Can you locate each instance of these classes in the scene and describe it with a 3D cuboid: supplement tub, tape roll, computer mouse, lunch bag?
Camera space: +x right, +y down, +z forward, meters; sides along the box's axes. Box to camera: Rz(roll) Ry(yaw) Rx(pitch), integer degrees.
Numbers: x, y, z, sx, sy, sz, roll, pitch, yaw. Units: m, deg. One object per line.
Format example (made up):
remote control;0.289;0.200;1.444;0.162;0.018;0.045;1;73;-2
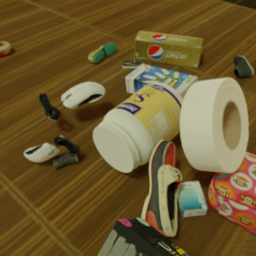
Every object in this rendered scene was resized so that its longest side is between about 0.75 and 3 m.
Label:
supplement tub;0.390;-0.041;8.397;1.843;1.843;2.535;32;52;28
tape roll;2.204;-0.050;6.929;0.806;2.306;2.306;-2;36;41
computer mouse;-2.333;0.724;8.178;1.571;0.861;0.345;-20;54;16
lunch bag;3.544;1.614;7.291;2.532;1.037;2.230;26;50;24
computer mouse;-1.819;-1.058;9.281;2.162;0.474;1.185;-25;52;-12

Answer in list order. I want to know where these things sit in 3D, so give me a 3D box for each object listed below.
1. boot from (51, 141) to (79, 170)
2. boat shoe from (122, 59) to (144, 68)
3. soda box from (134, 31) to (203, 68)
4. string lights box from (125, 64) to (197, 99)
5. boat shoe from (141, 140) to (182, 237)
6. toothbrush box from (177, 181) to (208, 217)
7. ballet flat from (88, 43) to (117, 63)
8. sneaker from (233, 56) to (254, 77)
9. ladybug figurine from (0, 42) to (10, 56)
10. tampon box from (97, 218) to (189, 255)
boot;-1.979;0.830;8.626;0.809;0.322;0.929;-15;43;-9
boat shoe;0.213;-2.837;12.342;0.975;0.310;0.345;-7;45;-7
soda box;1.792;-3.551;12.579;2.924;0.990;0.936;10;45;10
string lights box;1.235;-1.618;10.607;2.427;0.716;1.247;21;48;31
boat shoe;0.979;1.460;7.136;0.789;0.898;2.522;-10;55;40
toothbrush box;1.676;1.893;7.493;0.629;0.367;0.860;-5;45;-5
ballet flat;-1.210;-3.487;12.873;0.592;0.592;1.674;27;51;25
sneaker;4.746;-2.667;12.031;0.699;0.492;1.317;-9;46;-12
ladybug figurine;-6.133;-3.649;13.052;1.304;0.469;0.885;-7;45;-7
tampon box;0.402;2.760;5.738;1.662;1.245;1.049;30;89;27
